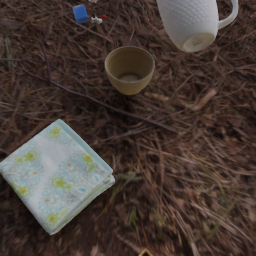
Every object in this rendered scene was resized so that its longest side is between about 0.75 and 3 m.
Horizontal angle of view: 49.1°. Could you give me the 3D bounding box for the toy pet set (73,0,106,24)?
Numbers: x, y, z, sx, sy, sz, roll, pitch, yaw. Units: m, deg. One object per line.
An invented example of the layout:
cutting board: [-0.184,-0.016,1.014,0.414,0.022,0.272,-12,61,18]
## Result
toy pet set: [-1.107,-3.404,8.037,0.912,0.977,0.519,-16,46,-3]

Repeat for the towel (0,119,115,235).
towel: [-1.964,1.217,7.661,2.254,0.634,2.633,-39,66,-22]

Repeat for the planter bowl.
planter bowl: [0.052,-1.759,9.226,1.561,1.051,1.561,0,59,0]

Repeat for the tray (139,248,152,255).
tray: [0.649,3.550,6.472,0.653,0.245,1.325,-40,66,-21]

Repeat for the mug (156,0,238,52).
mug: [1.985,-3.240,7.847,2.085,1.540,1.828,-15,74,10]
